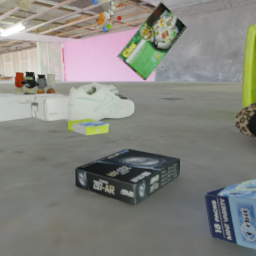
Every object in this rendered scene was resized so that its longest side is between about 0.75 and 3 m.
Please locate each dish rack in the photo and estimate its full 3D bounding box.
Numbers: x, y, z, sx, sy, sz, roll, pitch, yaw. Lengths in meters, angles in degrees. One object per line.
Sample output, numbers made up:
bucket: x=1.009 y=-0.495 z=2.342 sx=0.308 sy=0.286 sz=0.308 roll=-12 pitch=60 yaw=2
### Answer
dish rack: x=-1.898 y=-2.370 z=17.133 sx=2.195 sy=0.478 sz=1.884 roll=14 pitch=28 yaw=35

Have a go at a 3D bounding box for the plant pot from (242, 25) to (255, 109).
plant pot: x=5.224 y=-1.640 z=8.888 sx=2.868 sy=2.882 sz=2.615 roll=3 pitch=6 yaw=23

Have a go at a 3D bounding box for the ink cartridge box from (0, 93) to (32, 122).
ink cartridge box: x=-4.232 y=-0.693 z=9.084 sx=1.815 sy=0.757 sz=1.318 roll=8 pitch=14 yaw=34

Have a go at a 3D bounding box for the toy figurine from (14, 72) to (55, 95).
toy figurine: x=-5.487 y=-2.487 z=16.605 sx=2.174 sy=1.513 sz=2.141 roll=9 pitch=9 yaw=44

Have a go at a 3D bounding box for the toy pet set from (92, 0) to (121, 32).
toy pet set: x=-0.948 y=-4.199 z=9.830 sx=0.737 sy=1.295 sz=1.387 roll=6 pitch=38 yaw=24

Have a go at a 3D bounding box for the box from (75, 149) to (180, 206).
box: x=0.030 y=0.611 z=3.858 sx=0.960 sy=0.261 sz=1.198 roll=8 pitch=14 yaw=35

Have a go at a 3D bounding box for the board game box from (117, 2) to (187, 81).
board game box: x=0.606 y=-2.135 z=6.918 sx=0.919 sy=1.755 sz=0.206 roll=40 pitch=-9 yaw=-15

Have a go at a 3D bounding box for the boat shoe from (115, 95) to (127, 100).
boat shoe: x=-0.629 y=-1.406 z=13.435 sx=1.301 sy=0.473 sz=0.408 roll=-3 pitch=8 yaw=-37

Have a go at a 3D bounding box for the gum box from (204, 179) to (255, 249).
gum box: x=1.921 y=0.574 z=2.089 sx=1.709 sy=0.448 sz=2.011 roll=-7 pitch=-6 yaw=-28

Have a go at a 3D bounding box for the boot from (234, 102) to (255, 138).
boot: x=3.754 y=-0.072 z=5.616 sx=2.676 sy=0.979 sz=2.015 roll=-10 pitch=14 yaw=-16

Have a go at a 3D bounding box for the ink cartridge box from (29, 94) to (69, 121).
ink cartridge box: x=-2.565 y=-0.737 z=9.417 sx=1.252 sy=0.729 sz=1.719 roll=-9 pitch=16 yaw=-39

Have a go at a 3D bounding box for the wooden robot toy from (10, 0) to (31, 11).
wooden robot toy: x=-2.660 y=-3.288 z=6.432 sx=0.581 sy=1.318 sz=0.598 roll=-27 pitch=-24 yaw=33

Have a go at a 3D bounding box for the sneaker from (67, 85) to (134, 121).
sneaker: x=-0.738 y=-0.825 z=8.973 sx=0.970 sy=1.105 sz=2.758 roll=7 pitch=12 yaw=39

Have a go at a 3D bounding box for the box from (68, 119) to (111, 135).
box: x=-0.988 y=-0.033 z=7.081 sx=0.649 sy=0.254 sz=1.064 roll=-9 pitch=14 yaw=-37
